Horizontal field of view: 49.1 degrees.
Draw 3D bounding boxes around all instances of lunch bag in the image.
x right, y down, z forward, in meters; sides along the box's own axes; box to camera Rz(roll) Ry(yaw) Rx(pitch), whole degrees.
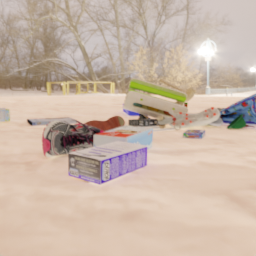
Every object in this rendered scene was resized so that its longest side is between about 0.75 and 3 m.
[{"bbox_3d":[4.889,-0.776,12.035,1.880,1.175,2.497,-21,5,-33],"label":"lunch bag"}]

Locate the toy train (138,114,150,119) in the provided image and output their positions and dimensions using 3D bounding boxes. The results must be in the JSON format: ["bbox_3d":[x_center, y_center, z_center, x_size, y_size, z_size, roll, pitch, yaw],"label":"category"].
[{"bbox_3d":[0.750,-0.431,13.017,0.436,0.324,1.902,11,7,-4],"label":"toy train"}]

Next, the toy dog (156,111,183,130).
[{"bbox_3d":[1.510,-0.299,10.455,0.989,0.652,0.476,5,17,-8],"label":"toy dog"}]

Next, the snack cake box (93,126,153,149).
[{"bbox_3d":[-0.072,0.334,7.019,0.902,0.527,1.568,6,11,26],"label":"snack cake box"}]

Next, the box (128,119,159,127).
[{"bbox_3d":[0.751,-0.225,11.282,0.959,0.261,1.197,-5,5,-43],"label":"box"}]

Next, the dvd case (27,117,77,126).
[{"bbox_3d":[-3.436,-0.304,12.540,1.954,0.171,1.394,-4,10,-26],"label":"dvd case"}]

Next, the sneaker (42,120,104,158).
[{"bbox_3d":[-1.288,0.220,6.803,0.771,0.832,2.064,6,10,25],"label":"sneaker"}]

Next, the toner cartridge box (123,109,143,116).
[{"bbox_3d":[0.440,-1.111,16.637,1.227,0.558,2.583,0,9,-9],"label":"toner cartridge box"}]

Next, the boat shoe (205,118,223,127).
[{"bbox_3d":[3.336,-0.273,11.473,0.458,0.394,1.271,-42,36,-18],"label":"boat shoe"}]

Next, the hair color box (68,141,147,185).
[{"bbox_3d":[-0.340,0.616,5.355,0.798,0.473,1.460,7,9,36],"label":"hair color box"}]

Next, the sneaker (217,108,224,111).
[{"bbox_3d":[5.687,-1.012,15.533,1.637,0.697,0.639,7,11,42],"label":"sneaker"}]

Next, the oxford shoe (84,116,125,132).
[{"bbox_3d":[-0.922,0.096,9.153,1.722,0.609,0.635,-12,-21,-32],"label":"oxford shoe"}]

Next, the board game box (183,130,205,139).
[{"bbox_3d":[2.178,0.199,9.195,0.606,0.154,0.895,3,9,22],"label":"board game box"}]

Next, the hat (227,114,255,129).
[{"bbox_3d":[4.404,-0.014,10.747,0.918,0.808,0.760,-44,-4,-2],"label":"hat"}]

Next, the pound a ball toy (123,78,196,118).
[{"bbox_3d":[1.375,-1.172,11.991,2.952,1.254,1.925,16,40,-5],"label":"pound a ball toy"}]

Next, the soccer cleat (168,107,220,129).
[{"bbox_3d":[2.551,-0.297,10.900,1.990,0.690,0.772,-12,-25,14],"label":"soccer cleat"}]

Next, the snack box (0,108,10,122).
[{"bbox_3d":[-6.520,-0.583,12.884,1.811,0.613,1.527,-6,9,-31],"label":"snack box"}]

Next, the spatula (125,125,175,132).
[{"bbox_3d":[0.655,0.011,10.491,2.043,0.164,1.421,-6,9,-37],"label":"spatula"}]

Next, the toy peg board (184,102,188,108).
[{"bbox_3d":[2.461,-0.929,14.670,1.605,0.785,1.599,1,8,13],"label":"toy peg board"}]
